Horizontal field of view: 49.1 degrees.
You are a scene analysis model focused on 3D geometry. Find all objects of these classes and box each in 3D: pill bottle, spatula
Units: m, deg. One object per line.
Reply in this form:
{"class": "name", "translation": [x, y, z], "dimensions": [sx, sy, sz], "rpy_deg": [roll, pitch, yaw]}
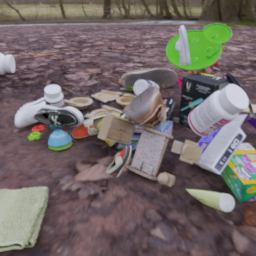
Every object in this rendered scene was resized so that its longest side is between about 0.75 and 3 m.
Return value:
{"class": "pill bottle", "translation": [0.824, -1.676, 12.014], "dimensions": [0.689, 0.689, 1.240], "rpy_deg": [17, 12, 31]}
{"class": "pill bottle", "translation": [-2.408, -0.839, 9.165], "dimensions": [0.601, 1.052, 0.601], "rpy_deg": [2, 43, -2]}
{"class": "pill bottle", "translation": [1.855, -0.347, 5.846], "dimensions": [0.676, 1.193, 0.676], "rpy_deg": [12, 59, -20]}
{"class": "spatula", "translation": [3.727, -0.723, 8.742], "dimensions": [0.248, 2.415, 0.683], "rpy_deg": [-40, 11, -19]}
{"class": "pill bottle", "translation": [-7.437, -3.505, 15.452], "dimensions": [2.060, 1.193, 1.193], "rpy_deg": [-1, 26, -4]}

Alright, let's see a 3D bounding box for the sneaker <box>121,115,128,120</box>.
{"class": "sneaker", "translation": [-0.436, -0.220, 9.542], "dimensions": [0.593, 0.378, 1.026], "rpy_deg": [15, 37, 26]}

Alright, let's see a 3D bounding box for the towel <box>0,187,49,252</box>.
{"class": "towel", "translation": [-2.348, 1.685, 5.366], "dimensions": [1.485, 0.365, 2.002], "rpy_deg": [-4, 15, -3]}

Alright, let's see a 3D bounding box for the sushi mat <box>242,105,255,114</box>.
{"class": "sushi mat", "translation": [5.175, -0.735, 11.019], "dimensions": [1.804, 0.109, 0.863], "rpy_deg": [6, 26, 13]}

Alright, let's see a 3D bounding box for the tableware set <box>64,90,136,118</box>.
{"class": "tableware set", "translation": [-0.922, -1.008, 11.296], "dimensions": [2.461, 0.342, 2.946], "rpy_deg": [18, 32, 33]}

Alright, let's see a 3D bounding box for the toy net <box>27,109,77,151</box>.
{"class": "toy net", "translation": [-2.294, -0.019, 9.219], "dimensions": [1.286, 0.473, 2.451], "rpy_deg": [-3, 24, 6]}

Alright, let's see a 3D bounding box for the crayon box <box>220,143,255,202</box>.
{"class": "crayon box", "translation": [2.878, 1.032, 6.925], "dimensions": [1.048, 0.514, 1.764], "rpy_deg": [-3, 26, -6]}

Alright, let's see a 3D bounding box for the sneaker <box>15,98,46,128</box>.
{"class": "sneaker", "translation": [-3.117, -0.503, 9.660], "dimensions": [0.698, 0.662, 1.733], "rpy_deg": [26, 43, 18]}

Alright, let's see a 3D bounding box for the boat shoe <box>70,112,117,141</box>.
{"class": "boat shoe", "translation": [-1.069, -0.059, 8.771], "dimensions": [1.580, 0.562, 0.494], "rpy_deg": [-24, 3, -18]}

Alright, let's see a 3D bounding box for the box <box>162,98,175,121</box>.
{"class": "box", "translation": [1.069, -0.756, 10.747], "dimensions": [1.239, 0.358, 1.558], "rpy_deg": [7, 27, 16]}

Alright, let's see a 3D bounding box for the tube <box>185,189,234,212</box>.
{"class": "tube", "translation": [1.626, 1.437, 5.636], "dimensions": [0.327, 0.365, 1.258], "rpy_deg": [-13, -2, -16]}

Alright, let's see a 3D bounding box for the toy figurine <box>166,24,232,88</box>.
{"class": "toy figurine", "translation": [2.719, -2.360, 10.725], "dimensions": [2.529, 2.328, 1.899], "rpy_deg": [-36, 60, -10]}

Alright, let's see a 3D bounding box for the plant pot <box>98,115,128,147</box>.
{"class": "plant pot", "translation": [-0.498, -0.024, 8.315], "dimensions": [0.672, 0.947, 0.947], "rpy_deg": [39, 25, -11]}

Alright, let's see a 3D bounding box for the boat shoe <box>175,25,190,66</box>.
{"class": "boat shoe", "translation": [1.508, -2.278, 7.861], "dimensions": [0.364, 1.113, 0.409], "rpy_deg": [-7, 25, 16]}

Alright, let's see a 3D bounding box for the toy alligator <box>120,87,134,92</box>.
{"class": "toy alligator", "translation": [0.217, -1.766, 12.943], "dimensions": [1.180, 0.283, 0.391], "rpy_deg": [-9, 10, -5]}

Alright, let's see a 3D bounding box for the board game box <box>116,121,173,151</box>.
{"class": "board game box", "translation": [0.501, 0.295, 8.445], "dimensions": [1.652, 0.510, 1.651], "rpy_deg": [4, 26, 7]}

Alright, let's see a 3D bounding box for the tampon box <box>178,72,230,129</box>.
{"class": "tampon box", "translation": [2.591, -0.859, 9.403], "dimensions": [1.093, 1.732, 1.298], "rpy_deg": [-21, 33, -36]}

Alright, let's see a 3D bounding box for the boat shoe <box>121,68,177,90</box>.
{"class": "boat shoe", "translation": [0.994, -2.456, 13.537], "dimensions": [2.757, 1.044, 0.990], "rpy_deg": [-1, 24, -7]}

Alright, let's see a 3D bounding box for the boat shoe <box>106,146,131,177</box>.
{"class": "boat shoe", "translation": [-0.192, 0.710, 6.016], "dimensions": [0.275, 0.879, 0.313], "rpy_deg": [22, 32, -11]}

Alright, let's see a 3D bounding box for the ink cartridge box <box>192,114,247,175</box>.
{"class": "ink cartridge box", "translation": [2.224, 0.355, 6.927], "dimensions": [0.325, 1.499, 1.485], "rpy_deg": [36, -4, -8]}

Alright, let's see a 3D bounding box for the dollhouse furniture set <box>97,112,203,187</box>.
{"class": "dollhouse furniture set", "translation": [0.398, 0.560, 6.666], "dimensions": [2.321, 1.203, 1.028], "rpy_deg": [19, 1, 39]}

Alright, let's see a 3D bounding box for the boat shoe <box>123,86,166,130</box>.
{"class": "boat shoe", "translation": [0.647, -0.496, 7.837], "dimensions": [1.108, 1.050, 2.926], "rpy_deg": [-34, 7, 16]}

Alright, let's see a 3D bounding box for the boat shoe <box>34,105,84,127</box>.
{"class": "boat shoe", "translation": [-2.118, -0.283, 8.476], "dimensions": [1.749, 0.618, 0.557], "rpy_deg": [7, 34, 33]}
